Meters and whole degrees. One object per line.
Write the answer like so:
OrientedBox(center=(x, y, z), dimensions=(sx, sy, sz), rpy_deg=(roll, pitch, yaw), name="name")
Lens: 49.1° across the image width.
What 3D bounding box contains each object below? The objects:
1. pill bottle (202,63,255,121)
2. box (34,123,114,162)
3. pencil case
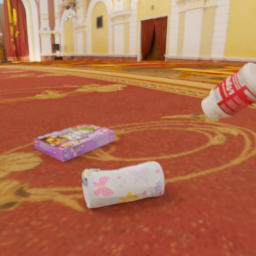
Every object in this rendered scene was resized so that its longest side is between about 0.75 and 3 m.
OrientedBox(center=(3.461, -1.079, 9.187), dimensions=(1.146, 1.146, 2.041), rpy_deg=(-19, -15, -43), name="pill bottle")
OrientedBox(center=(-2.379, 0.530, 12.651), dimensions=(2.028, 0.579, 2.963), rpy_deg=(16, 24, 38), name="box")
OrientedBox(center=(-0.158, 1.695, 8.549), dimensions=(2.502, 1.040, 1.135), rpy_deg=(-5, 45, -16), name="pencil case")
